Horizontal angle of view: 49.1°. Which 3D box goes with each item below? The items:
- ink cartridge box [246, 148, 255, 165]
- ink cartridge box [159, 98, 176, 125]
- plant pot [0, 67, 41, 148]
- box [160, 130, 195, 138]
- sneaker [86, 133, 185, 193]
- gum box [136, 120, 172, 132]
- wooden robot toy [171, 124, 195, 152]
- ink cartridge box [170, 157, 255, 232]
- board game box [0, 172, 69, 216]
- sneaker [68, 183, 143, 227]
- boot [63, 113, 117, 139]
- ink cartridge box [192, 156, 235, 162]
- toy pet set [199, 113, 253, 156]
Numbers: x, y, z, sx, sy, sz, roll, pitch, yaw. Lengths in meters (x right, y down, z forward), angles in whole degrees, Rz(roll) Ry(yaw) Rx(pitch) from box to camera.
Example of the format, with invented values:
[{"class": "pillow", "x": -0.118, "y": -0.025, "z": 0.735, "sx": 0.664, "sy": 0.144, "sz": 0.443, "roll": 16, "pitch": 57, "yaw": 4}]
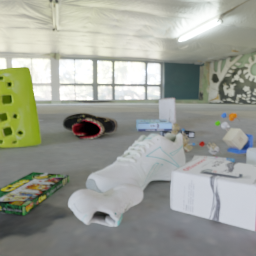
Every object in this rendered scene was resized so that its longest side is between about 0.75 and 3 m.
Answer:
[{"class": "ink cartridge box", "x": 3.362, "y": 0.911, "z": 5.452, "sx": 1.318, "sy": 0.757, "sz": 1.815, "roll": -1, "pitch": 7, "yaw": -7}, {"class": "ink cartridge box", "x": 2.372, "y": -0.976, "z": 16.847, "sx": 0.900, "sy": 1.567, "sz": 2.158, "roll": -1, "pitch": 7, "yaw": 12}, {"class": "plant pot", "x": -5.073, "y": -0.684, "z": 10.272, "sx": 2.615, "sy": 2.882, "sz": 2.868, "roll": -12, "pitch": 14, "yaw": -34}, {"class": "box", "x": 2.157, "y": 0.281, "z": 12.322, "sx": 1.198, "sy": 0.261, "sz": 0.960, "roll": -3, "pitch": 8, "yaw": -23}, {"class": "sneaker", "x": 0.250, "y": 0.697, "z": 5.932, "sx": 0.970, "sy": 1.105, "sz": 2.758, "roll": 9, "pitch": 13, "yaw": 44}, {"class": "gum box", "x": 1.311, "y": -0.146, "z": 14.853, "sx": 1.709, "sy": 0.448, "sz": 2.011, "roll": 0, "pitch": 8, "yaw": 0}, {"class": "wooden robot toy", "x": 1.746, "y": 0.477, "z": 9.529, "sx": 0.581, "sy": 0.598, "sz": 1.318, "roll": -11, "pitch": 46, "yaw": -18}, {"class": "ink cartridge box", "x": 1.727, "y": 1.034, "z": 4.663, "sx": 1.719, "sy": 0.729, "sz": 1.252, "roll": 3, "pitch": 8, "yaw": 34}, {"class": "board game box", "x": -1.919, "y": 1.206, "z": 5.424, "sx": 0.919, "sy": 0.206, "sz": 1.755, "roll": 0, "pitch": 7, "yaw": 11}, {"class": "sneaker", "x": -0.219, "y": 1.256, "z": 4.358, "sx": 1.373, "sy": 0.516, "sz": 0.607, "roll": 2, "pitch": 28, "yaw": -40}, {"class": "boot", "x": -1.992, "y": -0.083, "z": 12.605, "sx": 2.676, "sy": 0.979, "sz": 2.015, "roll": 8, "pitch": 8, "yaw": 12}, {"class": "ink cartridge box", "x": 2.046, "y": 0.935, "z": 6.770, "sx": 0.969, "sy": 0.329, "sz": 0.558, "roll": 4, "pitch": 15, "yaw": 22}, {"class": "toy pet set", "x": 3.077, "y": 0.311, "z": 8.370, "sx": 0.737, "sy": 1.387, "sz": 1.295, "roll": 44, "pitch": -11, "yaw": -18}]
